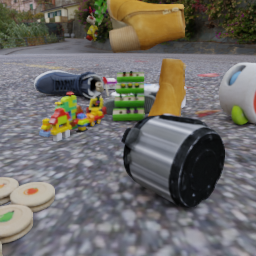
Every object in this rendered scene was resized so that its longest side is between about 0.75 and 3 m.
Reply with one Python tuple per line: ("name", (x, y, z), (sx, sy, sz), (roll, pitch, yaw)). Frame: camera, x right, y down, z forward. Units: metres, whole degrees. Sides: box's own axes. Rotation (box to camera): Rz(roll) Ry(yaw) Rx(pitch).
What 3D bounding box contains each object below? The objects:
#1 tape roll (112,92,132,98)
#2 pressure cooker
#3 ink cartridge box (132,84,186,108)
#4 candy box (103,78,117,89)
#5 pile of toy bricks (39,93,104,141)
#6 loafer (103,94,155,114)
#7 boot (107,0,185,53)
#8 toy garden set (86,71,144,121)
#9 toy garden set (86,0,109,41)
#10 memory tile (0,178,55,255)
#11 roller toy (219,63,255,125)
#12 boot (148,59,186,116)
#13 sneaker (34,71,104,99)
("tape roll", (-0.173, -1.369, 11.998), (1.086, 0.198, 1.086), (0, 19, 0))
("pressure cooker", (0.632, 0.455, 4.614), (1.320, 1.300, 1.478), (-28, 30, -33))
("ink cartridge box", (1.175, -1.156, 10.468), (1.739, 0.732, 1.257), (7, 19, 22))
("candy box", (-1.075, -2.280, 14.469), (0.900, 0.403, 1.320), (-2, 18, -7))
("pile of toy bricks", (-1.646, -0.470, 7.878), (1.151, 1.025, 2.075), (11, 21, 30))
("loafer", (0.064, -0.892, 9.718), (1.851, 0.696, 0.645), (-2, 22, -5))
("boot", (0.346, -2.171, 5.398), (1.406, 0.691, 1.964), (-11, 51, 7))
("toy garden set", (-0.375, -1.188, 9.230), (1.815, 0.435, 2.178), (-1, 49, 4))
("toy garden set", (-0.917, -3.793, 9.202), (0.360, 1.502, 1.802), (25, -9, -2))
("memory tile", (-2.628, 1.192, 4.053), (2.710, 0.227, 2.077), (4, 18, 13))
("roller toy", (3.779, -1.099, 8.642), (1.912, 1.744, 1.336), (-9, 20, -27))
("boot", (0.988, -0.907, 7.725), (0.959, 1.952, 2.727), (7, 19, 22))
("sneaker", (-2.465, -1.869, 12.047), (2.915, 1.108, 2.106), (-6, 16, -21))
